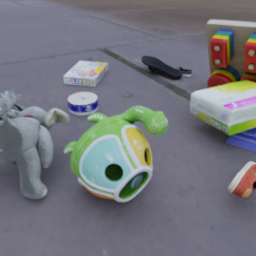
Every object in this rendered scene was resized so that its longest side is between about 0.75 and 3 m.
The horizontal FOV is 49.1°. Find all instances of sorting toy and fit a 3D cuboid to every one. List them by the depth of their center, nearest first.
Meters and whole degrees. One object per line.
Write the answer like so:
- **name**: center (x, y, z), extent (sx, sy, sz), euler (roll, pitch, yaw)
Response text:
- **sorting toy**: center (3.844, -1.952, 9.224), extent (2.787, 2.770, 0.970), euler (20, 58, 35)

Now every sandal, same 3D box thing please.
- **sandal**: center (1.359, -2.552, 12.280), extent (2.133, 0.510, 0.802), euler (37, 45, 27)

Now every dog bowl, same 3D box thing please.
- **dog bowl**: center (-1.517, -0.826, 9.457), extent (1.011, 0.398, 1.011), euler (0, 31, 0)

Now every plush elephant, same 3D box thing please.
- **plush elephant**: center (-2.390, 0.199, 6.537), extent (1.860, 2.259, 1.749), euler (9, 11, 11)

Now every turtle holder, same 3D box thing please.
- **turtle holder**: center (-0.116, 0.571, 5.872), extent (2.097, 1.594, 1.489), euler (-33, 52, -14)

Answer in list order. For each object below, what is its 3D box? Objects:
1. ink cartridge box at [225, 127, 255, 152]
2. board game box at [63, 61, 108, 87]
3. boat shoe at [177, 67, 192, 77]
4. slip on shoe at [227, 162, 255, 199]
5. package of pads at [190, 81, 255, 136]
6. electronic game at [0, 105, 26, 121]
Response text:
- **ink cartridge box**: center (4.147, 0.063, 7.957), extent (2.122, 0.505, 2.147), euler (18, 34, 27)
- **board game box**: center (-1.753, -2.349, 11.976), extent (1.338, 0.341, 1.990), euler (6, 32, 9)
- **boat shoe**: center (2.283, -2.495, 12.210), extent (1.065, 0.353, 0.372), euler (22, 38, 31)
- **slip on shoe**: center (2.509, 1.104, 5.873), extent (0.446, 0.540, 1.459), euler (35, 26, 25)
- **package of pads**: center (3.141, -0.670, 7.948), extent (2.300, 0.784, 1.777), euler (-14, 27, -21)
- **electronic game**: center (-3.942, -0.129, 8.278), extent (2.056, 0.428, 2.056), euler (-3, 35, 2)
